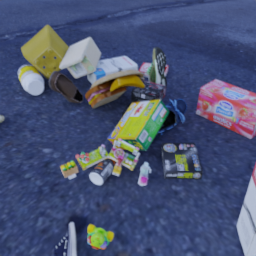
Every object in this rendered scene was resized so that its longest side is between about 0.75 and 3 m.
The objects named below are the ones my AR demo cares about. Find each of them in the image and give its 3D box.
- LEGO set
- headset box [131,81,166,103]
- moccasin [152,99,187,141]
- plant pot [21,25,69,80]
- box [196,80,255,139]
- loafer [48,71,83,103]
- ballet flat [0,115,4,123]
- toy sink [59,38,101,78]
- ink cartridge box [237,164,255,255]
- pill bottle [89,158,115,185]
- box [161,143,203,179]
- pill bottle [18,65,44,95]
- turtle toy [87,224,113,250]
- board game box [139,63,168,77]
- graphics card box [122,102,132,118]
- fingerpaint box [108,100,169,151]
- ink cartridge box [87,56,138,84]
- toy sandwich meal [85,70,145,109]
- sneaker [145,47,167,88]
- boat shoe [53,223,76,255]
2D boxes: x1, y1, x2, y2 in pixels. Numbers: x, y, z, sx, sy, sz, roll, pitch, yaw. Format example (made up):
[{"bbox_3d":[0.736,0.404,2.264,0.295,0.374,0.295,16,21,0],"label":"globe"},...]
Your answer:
[{"bbox_3d":[-0.623,0.913,8.250,2.682,0.998,1.234,8,63,-5],"label":"LEGO set"},{"bbox_3d":[0.919,-1.487,11.964,1.082,0.546,1.456,16,34,20],"label":"headset box"},{"bbox_3d":[1.568,-0.321,10.498,1.052,0.892,2.615,46,55,-3],"label":"moccasin"},{"bbox_3d":[-3.885,-3.503,13.705,1.892,1.879,1.935,-39,36,6],"label":"plant pot"},{"bbox_3d":[4.103,-0.809,11.052,1.208,1.261,2.530,-28,44,-34],"label":"box"},{"bbox_3d":[-2.488,-1.672,11.706,0.766,2.158,0.788,17,80,23],"label":"loafer"},{"bbox_3d":[-5.607,0.108,10.514,2.112,0.702,0.600,-36,91,-40],"label":"ballet flat"},{"bbox_3d":[-2.204,-3.155,13.231,1.266,1.088,1.942,-16,40,24],"label":"toy sink"},{"bbox_3d":[3.603,1.862,6.291,1.729,2.355,0.976,2,33,2],"label":"ink cartridge box"},{"bbox_3d":[-0.759,1.303,8.707,0.498,0.498,0.938,16,37,21],"label":"pill bottle"},{"bbox_3d":[1.721,1.056,9.204,1.175,0.325,1.467,1,35,2],"label":"box"},{"bbox_3d":[-4.606,-2.262,13.371,0.996,0.996,1.771,-17,39,-22],"label":"pill bottle"},{"bbox_3d":[-0.692,2.571,6.513,0.643,0.883,0.446,19,60,4],"label":"turtle toy"},{"bbox_3d":[1.348,-3.052,15.009,1.401,0.324,1.061,9,40,15],"label":"board game box"},{"bbox_3d":[0.510,-0.756,11.709,1.002,0.406,1.597,14,35,18],"label":"graphics card box"},{"bbox_3d":[0.355,-0.082,9.498,1.454,0.639,1.742,-2,47,49],"label":"fingerpaint box"},{"bbox_3d":[-0.820,-2.787,14.143,2.219,0.929,1.610,-16,37,-19],"label":"ink cartridge box"},{"bbox_3d":[-0.492,-1.633,11.904,2.669,0.914,2.669,-17,-3,-1],"label":"toy sandwich meal"},{"bbox_3d":[1.146,-2.578,12.801,0.990,2.235,0.859,15,38,30],"label":"sneaker"},{"bbox_3d":[-1.510,2.771,6.665,0.528,0.425,1.138,-6,32,-9],"label":"boat shoe"}]
